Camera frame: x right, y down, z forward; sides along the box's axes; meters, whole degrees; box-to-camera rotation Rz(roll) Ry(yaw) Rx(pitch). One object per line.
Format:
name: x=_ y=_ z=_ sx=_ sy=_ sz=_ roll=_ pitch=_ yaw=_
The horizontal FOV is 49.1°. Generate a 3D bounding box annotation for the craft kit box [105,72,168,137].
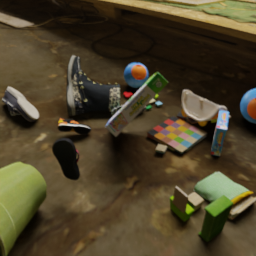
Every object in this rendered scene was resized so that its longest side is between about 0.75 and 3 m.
craft kit box: x=0.231 y=-0.824 z=9.809 sx=0.587 sy=2.389 sz=2.419 roll=41 pitch=4 yaw=-5

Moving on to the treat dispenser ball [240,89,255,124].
treat dispenser ball: x=5.300 y=-0.881 z=11.316 sx=1.436 sy=1.436 sz=1.436 roll=0 pitch=36 yaw=0

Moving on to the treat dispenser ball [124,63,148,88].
treat dispenser ball: x=0.390 y=-2.605 z=13.890 sx=1.214 sy=1.214 sz=1.214 roll=0 pitch=36 yaw=0

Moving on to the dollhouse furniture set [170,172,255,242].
dollhouse furniture set: x=2.472 y=1.780 z=7.812 sx=2.261 sy=1.134 sz=1.481 roll=-23 pitch=42 yaw=-28

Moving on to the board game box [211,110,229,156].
board game box: x=3.273 y=0.183 z=10.003 sx=0.336 sy=1.177 sz=1.202 roll=12 pitch=38 yaw=16

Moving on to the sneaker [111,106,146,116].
sneaker: x=-0.011 y=-0.746 z=11.962 sx=1.628 sy=0.631 sz=0.649 roll=-16 pitch=19 yaw=-28

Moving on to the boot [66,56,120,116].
boot: x=-1.543 y=-1.893 z=12.492 sx=2.291 sy=1.095 sz=3.034 roll=-1 pitch=62 yaw=-5

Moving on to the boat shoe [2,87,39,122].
boat shoe: x=-4.696 y=-0.851 z=12.054 sx=2.566 sy=0.932 sz=0.805 roll=41 pitch=94 yaw=36

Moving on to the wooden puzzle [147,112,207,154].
wooden puzzle: x=1.890 y=0.242 z=10.764 sx=2.766 sy=0.194 sz=1.640 roll=-29 pitch=45 yaw=-35

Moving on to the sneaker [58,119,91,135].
sneaker: x=-2.043 y=-0.120 z=10.739 sx=1.266 sy=0.443 sz=0.569 roll=7 pitch=44 yaw=-18

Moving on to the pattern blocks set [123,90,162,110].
pattern blocks set: x=0.705 y=-1.319 z=12.986 sx=1.517 sy=0.140 sz=1.726 roll=-15 pitch=38 yaw=-19

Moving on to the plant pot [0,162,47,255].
plant pot: x=-3.238 y=1.951 z=7.034 sx=2.262 sy=2.262 sz=2.148 roll=12 pitch=25 yaw=16

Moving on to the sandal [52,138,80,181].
sandal: x=-1.596 y=0.791 z=7.533 sx=0.661 sy=1.759 sz=0.397 roll=15 pitch=51 yaw=11

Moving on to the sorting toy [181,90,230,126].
sorting toy: x=3.281 y=-0.690 z=11.429 sx=1.706 sy=1.012 sz=1.895 roll=3 pitch=23 yaw=-40
